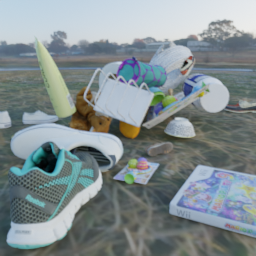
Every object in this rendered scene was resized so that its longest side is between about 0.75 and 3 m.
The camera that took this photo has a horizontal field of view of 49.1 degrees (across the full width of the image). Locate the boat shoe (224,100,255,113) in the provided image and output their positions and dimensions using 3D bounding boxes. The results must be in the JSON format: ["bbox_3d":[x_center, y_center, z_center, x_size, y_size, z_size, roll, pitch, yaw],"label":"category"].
[{"bbox_3d":[5.737,-1.080,13.738,1.933,0.605,0.688,1,17,7],"label":"boat shoe"}]

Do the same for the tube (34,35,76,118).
[{"bbox_3d":[-2.472,-1.632,9.053,0.778,2.681,0.696,2,33,30],"label":"tube"}]

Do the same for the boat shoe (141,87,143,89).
[{"bbox_3d":[0.320,-1.392,11.599,0.512,1.581,0.569,25,27,9],"label":"boat shoe"}]

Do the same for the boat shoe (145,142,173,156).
[{"bbox_3d":[0.898,0.583,8.218,0.913,0.346,0.328,-7,15,-28],"label":"boat shoe"}]

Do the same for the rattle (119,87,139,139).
[{"bbox_3d":[0.291,-0.321,11.072,1.774,1.946,2.725,-36,-20,-8],"label":"rattle"}]

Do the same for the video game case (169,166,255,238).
[{"bbox_3d":[2.496,1.420,5.312,2.887,0.260,2.067,8,17,27],"label":"video game case"}]

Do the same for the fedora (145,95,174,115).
[{"bbox_3d":[1.381,-1.021,13.005,2.108,0.860,2.108,0,16,0],"label":"fedora"}]

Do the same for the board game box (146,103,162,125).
[{"bbox_3d":[1.183,-0.703,11.625,0.305,0.990,0.990,14,21,43],"label":"board game box"}]

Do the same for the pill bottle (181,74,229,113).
[{"bbox_3d":[3.154,-1.455,11.614,1.380,1.380,2.384,-1,17,-4],"label":"pill bottle"}]

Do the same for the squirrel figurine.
[{"bbox_3d":[-1.301,-0.368,9.977,1.722,1.607,1.218,-35,-23,26],"label":"squirrel figurine"}]

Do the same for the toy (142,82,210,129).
[{"bbox_3d":[1.596,-0.869,9.838,2.553,0.603,1.470,-28,-11,9],"label":"toy"}]

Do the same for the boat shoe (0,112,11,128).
[{"bbox_3d":[-5.628,-0.471,11.287,2.196,0.718,0.808,5,16,19],"label":"boat shoe"}]

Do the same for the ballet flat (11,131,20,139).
[{"bbox_3d":[-3.504,0.264,9.358,1.024,0.362,0.362,8,17,27],"label":"ballet flat"}]

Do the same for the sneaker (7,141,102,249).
[{"bbox_3d":[-1.246,0.835,5.259,1.144,1.345,2.949,-4,13,8],"label":"sneaker"}]

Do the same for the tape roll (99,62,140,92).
[{"bbox_3d":[-0.350,-1.729,11.159,1.744,1.744,0.610,12,21,36],"label":"tape roll"}]

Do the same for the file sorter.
[{"bbox_3d":[-0.291,-0.933,8.411,1.657,1.150,1.032,22,-9,22],"label":"file sorter"}]

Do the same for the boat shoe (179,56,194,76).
[{"bbox_3d":[1.786,-1.943,8.522,0.288,0.253,0.808,3,53,45],"label":"boat shoe"}]

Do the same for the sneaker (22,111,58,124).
[{"bbox_3d":[-3.650,-0.453,11.633,1.416,0.501,0.517,-5,16,-17],"label":"sneaker"}]

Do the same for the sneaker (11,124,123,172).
[{"bbox_3d":[-1.642,0.518,7.057,2.963,1.082,1.049,1,16,7],"label":"sneaker"}]

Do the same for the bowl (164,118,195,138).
[{"bbox_3d":[1.764,-0.055,9.456,1.039,0.487,1.039,4,15,-1],"label":"bowl"}]

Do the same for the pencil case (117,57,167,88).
[{"bbox_3d":[0.547,-1.925,9.997,1.002,0.923,2.169,55,28,18],"label":"pencil case"}]

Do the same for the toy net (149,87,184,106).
[{"bbox_3d":[1.278,-0.941,10.466,2.443,0.472,1.281,4,-36,-45],"label":"toy net"}]

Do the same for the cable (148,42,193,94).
[{"bbox_3d":[1.740,-2.422,11.960,2.387,2.387,0.826,-9,57,-46],"label":"cable"}]

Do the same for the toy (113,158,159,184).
[{"bbox_3d":[0.241,0.956,6.876,0.779,0.319,1.352,6,16,18],"label":"toy"}]
